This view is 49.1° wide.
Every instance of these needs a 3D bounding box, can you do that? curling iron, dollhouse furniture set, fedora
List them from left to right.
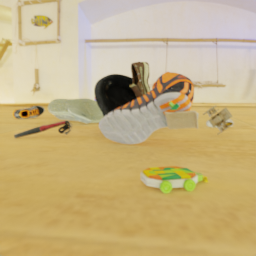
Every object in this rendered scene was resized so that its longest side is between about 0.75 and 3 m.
[{"bbox_3d":[-2.242,0.082,7.429,1.524,0.378,0.195,-9,-16,-10],"label":"curling iron"},{"bbox_3d":[-0.160,-0.573,8.202,2.039,2.039,0.931,-3,-29,-26],"label":"fedora"},{"bbox_3d":[2.449,-0.200,7.792,0.791,0.693,0.525,-24,-14,-42],"label":"dollhouse furniture set"}]

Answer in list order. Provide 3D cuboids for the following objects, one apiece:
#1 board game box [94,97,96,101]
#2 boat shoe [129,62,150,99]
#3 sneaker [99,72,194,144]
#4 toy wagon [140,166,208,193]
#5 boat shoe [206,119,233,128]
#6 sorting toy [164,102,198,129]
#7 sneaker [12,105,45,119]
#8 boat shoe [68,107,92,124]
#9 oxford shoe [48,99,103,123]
[{"bbox_3d":[-1.134,-1.080,14.391,1.082,1.082,1.083,-2,7,-13],"label":"board game box"},{"bbox_3d":[0.278,-1.101,7.713,0.538,1.454,0.537,0,-8,-26],"label":"boat shoe"},{"bbox_3d":[0.458,-0.451,6.275,2.324,0.902,1.302,-17,29,32],"label":"sneaker"},{"bbox_3d":[0.601,0.622,3.551,0.857,0.170,0.665,-2,7,-13],"label":"toy wagon"},{"bbox_3d":[3.197,-0.147,9.750,0.911,0.323,0.318,1,16,7],"label":"boat shoe"},{"bbox_3d":[0.975,-0.228,5.150,0.586,0.117,0.793,1,-33,17],"label":"sorting toy"},{"bbox_3d":[-4.773,-0.720,13.670,1.579,0.618,0.610,-20,17,-40],"label":"sneaker"},{"bbox_3d":[-1.885,-0.430,10.749,1.030,0.367,0.359,26,36,-24],"label":"boat shoe"},{"bbox_3d":[-2.082,-0.671,11.831,2.787,1.048,0.805,8,-28,23],"label":"oxford shoe"}]
